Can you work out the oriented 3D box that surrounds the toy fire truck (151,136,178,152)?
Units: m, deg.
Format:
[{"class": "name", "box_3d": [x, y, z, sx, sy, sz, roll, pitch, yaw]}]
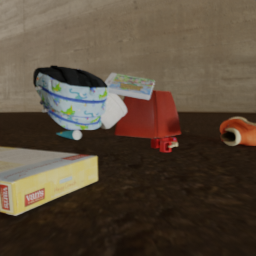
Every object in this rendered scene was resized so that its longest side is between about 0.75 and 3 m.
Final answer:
[{"class": "toy fire truck", "box_3d": [1.370, 0.557, 9.863, 1.442, 0.351, 1.017, -4, 7, -44]}]

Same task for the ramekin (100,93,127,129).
[{"class": "ramekin", "box_3d": [-1.332, -1.004, 12.600, 2.355, 1.236, 2.355, 37, -14, 11]}]

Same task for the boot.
[{"class": "boot", "box_3d": [4.182, 0.153, 11.231, 1.433, 1.003, 2.673, -6, 7, -10]}]

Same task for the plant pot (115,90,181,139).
[{"class": "plant pot", "box_3d": [1.014, -0.748, 14.006, 2.495, 2.199, 2.492, 3, 6, 36]}]

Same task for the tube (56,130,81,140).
[{"class": "tube", "box_3d": [-2.666, 0.309, 12.714, 0.639, 0.416, 1.651, 13, -7, -35]}]

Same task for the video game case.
[{"class": "video game case", "box_3d": [0.028, -1.354, 8.932, 1.511, 0.167, 1.375, 11, 31, 6]}]

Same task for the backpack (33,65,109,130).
[{"class": "backpack", "box_3d": [-1.475, -0.898, 7.763, 1.954, 1.842, 2.395, 6, 1, -33]}]

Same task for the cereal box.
[{"class": "cereal box", "box_3d": [-2.355, 0.849, 5.388, 2.938, 0.581, 2.114, 3, 6, 28]}]
